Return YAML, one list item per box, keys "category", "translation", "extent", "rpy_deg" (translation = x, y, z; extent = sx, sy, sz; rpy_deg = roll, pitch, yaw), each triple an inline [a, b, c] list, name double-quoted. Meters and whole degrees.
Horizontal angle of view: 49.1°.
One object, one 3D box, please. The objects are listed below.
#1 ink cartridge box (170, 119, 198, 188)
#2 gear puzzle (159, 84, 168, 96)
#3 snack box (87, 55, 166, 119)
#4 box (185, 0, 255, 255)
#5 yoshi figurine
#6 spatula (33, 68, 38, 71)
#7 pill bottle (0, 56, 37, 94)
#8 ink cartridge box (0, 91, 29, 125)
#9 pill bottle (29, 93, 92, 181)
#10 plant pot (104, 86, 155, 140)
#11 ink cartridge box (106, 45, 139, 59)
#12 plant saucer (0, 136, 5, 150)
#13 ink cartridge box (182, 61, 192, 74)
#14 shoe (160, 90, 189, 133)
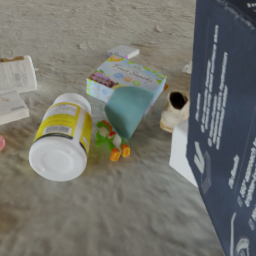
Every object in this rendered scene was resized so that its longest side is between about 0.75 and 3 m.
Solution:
- category: "ink cartridge box"
  translation: [2.406, 0.669, 5.557]
  extent: [1.907, 1.117, 2.639]
  rpy_deg: [-23, 44, -29]
- category: "gear puzzle"
  translation: [0.529, -1.209, 8.891]
  extent: [1.723, 0.226, 0.892]
  rpy_deg: [-13, 38, -17]
- category: "snack box"
  translation: [-0.028, -1.284, 8.261]
  extent: [1.866, 0.631, 1.573]
  rpy_deg: [26, 48, 12]
- category: "box"
  translation: [1.834, 0.187, 2.996]
  extent: [1.688, 2.827, 2.875]
  rpy_deg: [-9, 40, -3]
- category: "yoshi figurine"
  translation: [-0.440, 0.313, 6.702]
  extent: [0.612, 0.614, 1.092]
  rpy_deg: [-42, 58, 8]
- category: "spatula"
  translation: [-3.939, -2.080, 10.210]
  extent: [1.106, 0.089, 0.769]
  rpy_deg: [10, 38, 13]
- category: "pill bottle"
  translation: [-3.893, -1.549, 8.593]
  extent: [1.931, 1.104, 1.104]
  rpy_deg: [-13, 38, -19]
- category: "ink cartridge box"
  translation: [-3.640, -0.525, 7.886]
  extent: [1.357, 0.303, 1.195]
  rpy_deg: [-19, 41, -25]
- category: "pill bottle"
  translation: [-1.406, 0.106, 6.314]
  extent: [1.140, 1.140, 1.994]
  rpy_deg: [0, 36, 0]
- category: "plant pot"
  translation: [-0.046, -0.490, 6.783]
  extent: [0.888, 1.318, 1.318]
  rpy_deg: [30, 40, 1]
- category: "ink cartridge box"
  translation: [-0.229, -3.079, 11.473]
  extent: [0.970, 0.214, 0.988]
  rpy_deg: [26, 45, 31]
- category: "plant saucer"
  translation: [-3.450, 0.374, 6.734]
  extent: [0.870, 0.221, 0.870]
  rpy_deg: [-1, 36, 0]
- category: "ink cartridge box"
  translation: [2.612, -2.225, 10.141]
  extent: [1.169, 0.396, 0.673]
  rpy_deg: [17, 39, 22]
- category: "shoe"
  translation: [1.422, -0.644, 7.653]
  extent: [0.810, 0.619, 2.317]
  rpy_deg: [14, 30, 12]
